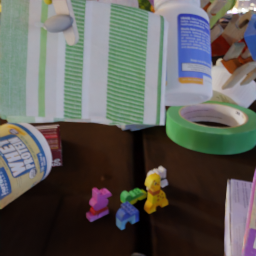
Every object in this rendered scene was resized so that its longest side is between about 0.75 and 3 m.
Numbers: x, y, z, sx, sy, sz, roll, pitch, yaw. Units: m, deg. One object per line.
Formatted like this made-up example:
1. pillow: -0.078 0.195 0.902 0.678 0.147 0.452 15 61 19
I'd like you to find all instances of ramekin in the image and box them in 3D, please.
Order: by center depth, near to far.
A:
1. ramekin: 3.211 -1.167 9.034 1.736 0.808 1.736 34 -5 4

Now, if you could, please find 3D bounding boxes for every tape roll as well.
1. tape roll: 2.322 -0.114 7.837 2.496 0.600 2.496 0 25 0

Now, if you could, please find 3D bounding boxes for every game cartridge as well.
1. game cartridge: 0.061 -0.665 9.230 1.718 0.521 2.577 -9 26 -27

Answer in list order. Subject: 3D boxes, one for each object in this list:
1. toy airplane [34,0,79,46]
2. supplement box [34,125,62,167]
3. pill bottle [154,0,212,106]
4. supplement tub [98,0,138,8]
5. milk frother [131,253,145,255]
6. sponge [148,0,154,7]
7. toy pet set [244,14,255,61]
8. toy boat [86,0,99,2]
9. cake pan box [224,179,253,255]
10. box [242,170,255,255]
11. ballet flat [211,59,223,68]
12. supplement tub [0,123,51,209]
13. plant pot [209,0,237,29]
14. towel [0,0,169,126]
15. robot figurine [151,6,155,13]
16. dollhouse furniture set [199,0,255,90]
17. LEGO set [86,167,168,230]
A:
1. toy airplane: -1.004 -1.882 3.521 0.934 1.318 1.324 -28 77 -22
2. supplement box: -2.032 0.427 6.820 0.790 0.442 1.451 -5 24 -13
3. pill bottle: 0.964 -1.562 5.372 1.189 2.123 1.189 0 -8 0
4. supplement tub: -0.945 -2.947 7.825 2.101 2.101 2.905 -3 4 -7
5. milk frother: 0.255 1.931 3.169 0.804 0.726 0.757 13 28 32
6. sponge: 0.514 -3.352 6.412 0.289 1.936 1.080 -40 7 -1
7. toy pet set: 2.687 -2.427 5.653 1.081 1.901 2.036 -31 37 15
8. toy boat: -1.290 -2.357 5.172 1.294 1.983 1.296 25 49 -17
9. cake pan box: 2.505 1.782 3.593 2.398 0.681 2.604 5 25 16
10. box: 2.978 1.229 3.349 2.821 0.551 1.930 12 27 24
11. ballet flat: 4.037 -2.864 13.406 2.908 1.079 1.079 14 28 29
12. supplement tub: -2.438 0.768 4.989 1.329 1.329 1.837 12 27 25
13. plant pot: 1.830 -3.781 9.462 2.642 2.429 2.642 33 0 0
14. towel: -0.642 -1.018 4.461 2.601 1.984 0.304 2 2 -11
15. robot figurine: 0.872 -2.824 7.827 0.346 1.189 0.862 -19 -9 -35
16. dollhouse furniture set: 2.654 -2.377 7.675 2.707 1.410 2.736 -16 67 -35
17. LEGO set: 0.193 1.117 4.956 1.789 0.734 0.682 -17 30 -33
